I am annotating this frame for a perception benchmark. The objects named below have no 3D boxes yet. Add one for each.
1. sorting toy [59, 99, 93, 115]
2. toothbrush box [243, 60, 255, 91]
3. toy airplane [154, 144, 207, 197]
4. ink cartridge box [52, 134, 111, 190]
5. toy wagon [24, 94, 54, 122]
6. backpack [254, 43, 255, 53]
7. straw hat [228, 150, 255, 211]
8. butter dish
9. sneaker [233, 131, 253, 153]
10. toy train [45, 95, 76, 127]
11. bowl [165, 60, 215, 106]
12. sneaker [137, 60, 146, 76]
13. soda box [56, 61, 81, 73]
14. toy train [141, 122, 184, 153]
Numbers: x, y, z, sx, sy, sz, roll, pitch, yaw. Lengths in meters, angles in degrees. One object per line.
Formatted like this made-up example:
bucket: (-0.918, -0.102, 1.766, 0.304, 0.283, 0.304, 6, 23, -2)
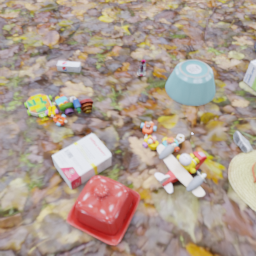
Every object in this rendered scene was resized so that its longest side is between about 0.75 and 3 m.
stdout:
sorting toy: (-2.171, -0.809, 12.096, 1.476, 0.887, 0.606, -17, 76, -10)
toothbrush box: (7.161, -2.075, 12.847, 2.052, 1.213, 2.818, -19, 49, -16)
toy airplane: (1.797, 1.393, 9.692, 1.838, 1.297, 1.830, 11, 51, 8)
ink cartridge box: (-1.647, 1.196, 10.195, 1.760, 0.734, 1.277, -30, 60, -24)
toy wagon: (-3.871, -0.903, 12.404, 1.199, 0.306, 1.546, -20, 51, -17)
backpack: (7.344, -4.495, 15.203, 0.803, 1.042, 0.993, 28, 59, 30)
straw hat: (5.020, 1.559, 9.609, 2.871, 1.215, 2.871, 0, 49, 0)
butter dish: (-0.785, 2.274, 8.787, 1.947, 1.443, 1.952, 20, 52, 17)
sneaker: (4.551, 0.578, 11.115, 0.422, 0.385, 1.030, 1, 49, -24)
toy train: (-2.870, -0.723, 12.110, 1.150, 0.426, 1.531, 16, 62, 15)
bowl: (2.971, -2.261, 12.997, 2.382, 1.246, 2.382, 0, 49, 0)
sneaker: (0.689, -3.020, 14.231, 0.434, 0.402, 1.076, 5, 49, 4)
soda box: (-3.029, -3.129, 14.346, 1.173, 0.373, 0.399, 5, 48, 5)
toy train: (1.284, 0.287, 11.203, 1.860, 0.517, 1.397, 17, 51, 15)
